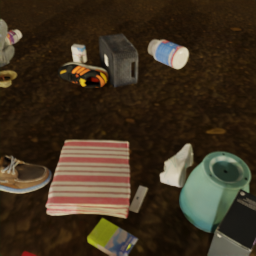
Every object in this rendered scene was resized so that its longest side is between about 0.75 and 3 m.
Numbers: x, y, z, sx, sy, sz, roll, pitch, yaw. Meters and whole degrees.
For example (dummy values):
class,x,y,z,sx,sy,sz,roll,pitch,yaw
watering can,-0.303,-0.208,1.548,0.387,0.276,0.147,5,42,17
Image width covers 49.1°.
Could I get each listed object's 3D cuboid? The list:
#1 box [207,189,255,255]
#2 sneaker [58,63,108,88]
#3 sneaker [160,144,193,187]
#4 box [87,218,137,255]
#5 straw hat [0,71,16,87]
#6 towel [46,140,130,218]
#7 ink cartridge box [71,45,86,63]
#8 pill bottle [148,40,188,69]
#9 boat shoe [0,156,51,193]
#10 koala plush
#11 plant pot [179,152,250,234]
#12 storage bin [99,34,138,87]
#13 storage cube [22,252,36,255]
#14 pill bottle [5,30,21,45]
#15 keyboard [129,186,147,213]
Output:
class,x,y,z,sx,sy,sz,roll,pitch,yaw
box,2.290,2.453,6.041,0.724,1.837,1.296,27,46,30
sneaker,-2.137,-2.309,12.641,2.377,0.831,1.070,8,37,6
sneaker,1.530,1.078,8.694,0.748,0.656,1.866,-1,29,30
box,-0.382,2.773,6.918,1.081,0.258,0.659,21,44,24
straw hat,-5.600,-2.118,12.687,1.151,0.487,1.151,1,38,-1
towel,-1.056,1.377,8.410,2.192,0.448,2.995,3,35,-2
ink cartridge box,-2.533,-3.820,14.485,0.611,0.846,0.358,11,45,14
pill bottle,1.972,-3.829,14.285,1.099,1.099,1.958,-31,49,-32
boat shoe,-3.516,1.324,8.175,2.426,0.878,0.876,-3,42,-2
koala plush,-7.316,-4.037,13.863,2.412,2.139,2.216,4,50,-1
plant pot,2.311,1.542,7.250,1.714,1.610,1.714,2,43,-2
storage bin,-0.501,-3.189,13.066,1.146,1.652,2.444,-13,41,-15
storage cube,-1.526,3.417,5.107,1.481,1.648,1.408,9,40,20
pill bottle,-6.839,-5.273,16.377,0.676,0.676,1.214,15,42,17
keyboard,0.298,2.025,8.011,0.253,0.048,0.899,10,40,20
